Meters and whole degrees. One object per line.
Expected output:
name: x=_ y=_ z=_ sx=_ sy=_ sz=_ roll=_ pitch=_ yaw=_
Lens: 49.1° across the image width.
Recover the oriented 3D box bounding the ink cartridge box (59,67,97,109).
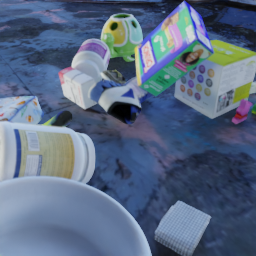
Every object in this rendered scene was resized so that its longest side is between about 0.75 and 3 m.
ink cartridge box: x=-1.738 y=-1.403 z=9.750 sx=0.567 sy=1.003 sz=1.370 roll=-32 pitch=45 yaw=-30

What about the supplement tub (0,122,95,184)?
supplement tub: x=-1.849 y=0.652 z=5.981 sx=1.988 sy=1.435 sz=1.435 roll=7 pitch=24 yaw=-41

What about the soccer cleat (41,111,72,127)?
soccer cleat: x=-2.300 y=0.017 z=8.309 sx=1.538 sy=0.497 sz=0.643 roll=-40 pitch=10 yaw=-31

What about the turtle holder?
turtle holder: x=-0.495 y=-4.257 z=13.162 sx=2.597 sy=1.844 sz=1.973 roll=-23 pitch=41 yaw=-30

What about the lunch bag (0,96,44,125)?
lunch bag: x=-3.597 y=-0.161 z=8.046 sx=1.771 sy=0.835 sz=2.210 roll=-4 pitch=31 yaw=21

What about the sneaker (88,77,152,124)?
sneaker: x=0.077 y=-0.817 z=9.085 sx=2.506 sy=1.012 sz=1.447 roll=-14 pitch=56 yaw=-39

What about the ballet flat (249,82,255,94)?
ballet flat: x=4.832 y=-1.542 z=10.522 sx=1.211 sy=0.434 sz=0.434 roll=-15 pitch=37 yaw=-22

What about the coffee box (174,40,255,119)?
coffee box: x=2.930 y=-1.747 z=9.527 sx=1.857 sy=1.837 sz=1.854 roll=-22 pitch=40 yaw=-28

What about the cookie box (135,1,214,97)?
cookie box: x=1.299 y=-2.418 z=8.786 sx=0.867 sy=2.306 sz=1.973 roll=26 pitch=44 yaw=-33

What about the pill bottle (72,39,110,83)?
pill bottle: x=-1.499 y=-2.577 z=11.185 sx=1.331 sy=1.331 sz=2.370 roll=2 pitch=34 yaw=3

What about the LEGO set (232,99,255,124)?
LEGO set: x=4.533 y=-0.806 z=8.933 sx=2.389 sy=0.980 sz=0.911 roll=-23 pitch=42 yaw=-29

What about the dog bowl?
dog bowl: x=-1.161 y=1.984 z=4.009 sx=2.832 sy=1.115 sz=2.832 roll=17 pitch=23 yaw=-7

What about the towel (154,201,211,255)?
towel: x=1.057 y=1.959 z=5.466 sx=0.781 sy=0.404 sz=0.944 roll=21 pitch=41 yaw=29

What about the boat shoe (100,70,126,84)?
boat shoe: x=-0.501 y=-1.787 z=9.936 sx=0.631 sy=0.528 sz=1.765 roll=46 pitch=7 yaw=10
